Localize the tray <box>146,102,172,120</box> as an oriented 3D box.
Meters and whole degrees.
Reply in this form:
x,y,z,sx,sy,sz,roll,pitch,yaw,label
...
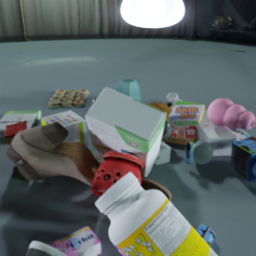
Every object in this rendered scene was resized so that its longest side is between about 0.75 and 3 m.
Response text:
x,y,z,sx,sy,sz,roll,pitch,yaw,label
1.631,-0.668,13.588,1.158,0.435,2.348,-9,26,-20,tray

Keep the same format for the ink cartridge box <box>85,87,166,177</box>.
x,y,z,sx,sy,sz,roll,pitch,yaw,label
-0.052,0.289,8.356,1.898,2.611,1.143,24,64,14,ink cartridge box

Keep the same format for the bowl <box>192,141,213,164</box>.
x,y,z,sx,sy,sz,roll,pitch,yaw,label
2.567,0.854,10.006,0.842,0.842,0.378,-6,3,-13,bowl

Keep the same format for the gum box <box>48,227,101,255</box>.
x,y,z,sx,sy,sz,roll,pitch,yaw,label
-1.183,2.726,6.325,1.085,0.359,0.616,-16,29,-31,gum box

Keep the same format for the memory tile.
x,y,z,sx,sy,sz,roll,pitch,yaw,label
-3.407,-1.760,16.176,2.051,0.225,2.675,-1,25,-1,memory tile

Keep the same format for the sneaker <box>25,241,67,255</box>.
x,y,z,sx,sy,sz,roll,pitch,yaw,label
-1.010,3.137,5.066,2.454,0.868,1.217,20,50,11,sneaker

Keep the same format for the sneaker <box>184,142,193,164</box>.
x,y,z,sx,sy,sz,roll,pitch,yaw,label
2.048,0.856,9.609,0.299,0.763,0.343,0,-10,28,sneaker

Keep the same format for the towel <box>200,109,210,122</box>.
x,y,z,sx,sy,sz,roll,pitch,yaw,label
3.725,-0.542,13.465,1.132,0.295,1.709,3,25,9,towel

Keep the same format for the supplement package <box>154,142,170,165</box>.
x,y,z,sx,sy,sz,roll,pitch,yaw,label
1.058,0.858,10.083,0.583,0.588,0.774,-11,28,-23,supplement package

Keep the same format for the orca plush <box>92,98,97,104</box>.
x,y,z,sx,sy,sz,roll,pitch,yaw,label
-1.301,-1.139,14.023,1.329,0.898,2.525,-3,25,-6,orca plush

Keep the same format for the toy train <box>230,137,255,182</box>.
x,y,z,sx,sy,sz,roll,pitch,yaw,label
4.573,1.234,8.543,1.705,1.293,2.984,-14,26,-14,toy train

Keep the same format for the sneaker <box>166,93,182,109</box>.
x,y,z,sx,sy,sz,roll,pitch,yaw,label
2.351,-1.389,14.894,0.803,0.687,1.844,-8,25,-6,sneaker

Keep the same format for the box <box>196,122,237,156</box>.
x,y,z,sx,sy,sz,roll,pitch,yaw,label
3.374,0.401,10.849,1.103,0.770,1.449,0,25,-1,box

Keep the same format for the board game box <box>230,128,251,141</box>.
x,y,z,sx,sy,sz,roll,pitch,yaw,label
4.393,0.351,11.450,0.930,0.255,1.474,-5,22,-4,board game box

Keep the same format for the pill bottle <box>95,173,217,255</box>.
x,y,z,sx,sy,sz,roll,pitch,yaw,label
0.536,2.092,5.218,2.537,1.322,1.322,48,42,11,pill bottle

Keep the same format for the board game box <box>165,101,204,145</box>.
x,y,z,sx,sy,sz,roll,pitch,yaw,label
2.437,-0.352,12.135,1.302,0.409,2.725,10,41,21,board game box

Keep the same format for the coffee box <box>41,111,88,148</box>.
x,y,z,sx,sy,sz,roll,pitch,yaw,label
-2.389,0.251,10.565,1.265,1.279,1.277,-18,30,-34,coffee box

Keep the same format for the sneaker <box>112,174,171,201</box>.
x,y,z,sx,sy,sz,roll,pitch,yaw,label
0.450,1.647,8.302,1.925,0.678,0.727,16,21,25,sneaker

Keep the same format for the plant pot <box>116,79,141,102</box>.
x,y,z,sx,sy,sz,roll,pitch,yaw,label
-0.015,-1.744,14.645,1.050,1.485,1.049,20,31,35,plant pot

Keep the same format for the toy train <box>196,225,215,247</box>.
x,y,z,sx,sy,sz,roll,pitch,yaw,label
1.771,2.628,6.623,0.434,0.329,0.759,26,32,28,toy train

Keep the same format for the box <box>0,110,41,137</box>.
x,y,z,sx,sy,sz,roll,pitch,yaw,label
-4.957,-0.231,12.703,1.575,0.397,2.182,-2,26,-4,box

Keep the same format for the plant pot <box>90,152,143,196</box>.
x,y,z,sx,sy,sz,roll,pitch,yaw,label
-0.258,1.333,7.568,1.283,1.283,1.168,7,67,15,plant pot

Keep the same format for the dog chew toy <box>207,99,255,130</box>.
x,y,z,sx,sy,sz,roll,pitch,yaw,label
3.875,-0.436,10.458,1.088,1.088,1.747,-21,35,-38,dog chew toy

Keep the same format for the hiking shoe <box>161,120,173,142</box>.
x,y,z,sx,sy,sz,roll,pitch,yaw,label
0.152,0.014,9.961,2.680,1.349,1.015,-13,58,21,hiking shoe

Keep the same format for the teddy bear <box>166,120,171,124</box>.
x,y,z,sx,sy,sz,roll,pitch,yaw,label
0.718,-0.076,11.567,1.558,0.717,2.149,-30,30,-18,teddy bear

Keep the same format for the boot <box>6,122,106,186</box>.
x,y,z,sx,sy,sz,roll,pitch,yaw,label
-2.261,1.128,8.589,2.067,2.828,0.993,-30,15,22,boot

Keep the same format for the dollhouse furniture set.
x,y,z,sx,sy,sz,roll,pitch,yaw,label
-4.532,0.723,9.687,2.396,1.290,0.975,-13,28,-13,dollhouse furniture set

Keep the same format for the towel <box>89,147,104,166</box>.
x,y,z,sx,sy,sz,roll,pitch,yaw,label
-0.710,0.895,10.448,1.547,0.229,2.109,13,28,28,towel
